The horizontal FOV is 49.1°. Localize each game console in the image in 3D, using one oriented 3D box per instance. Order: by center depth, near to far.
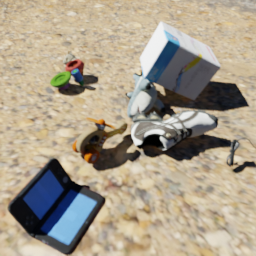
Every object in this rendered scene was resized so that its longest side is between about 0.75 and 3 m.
[{"bbox_3d":[-1.716,1.842,6.968,1.064,1.545,1.793,-6,33,36],"label":"game console"}]

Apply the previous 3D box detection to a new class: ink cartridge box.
[{"bbox_3d":[1.934,-2.537,10.796,2.351,1.717,1.725,20,37,-19],"label":"ink cartridge box"}]

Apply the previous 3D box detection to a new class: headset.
[{"bbox_3d":[4.146,0.919,7.849,2.519,1.556,1.184,18,87,20],"label":"headset"}]

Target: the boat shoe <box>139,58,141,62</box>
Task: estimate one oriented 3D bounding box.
[{"bbox_3d":[1.283,-3.253,13.327,1.560,0.445,0.522,-11,77,-7],"label":"boat shoe"}]

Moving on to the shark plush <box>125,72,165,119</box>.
[{"bbox_3d":[0.353,-1.541,10.921,1.240,1.353,2.978,-29,45,14],"label":"shark plush"}]

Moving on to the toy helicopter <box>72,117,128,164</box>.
[{"bbox_3d":[-0.760,0.151,8.703,0.789,1.323,2.001,35,41,31],"label":"toy helicopter"}]

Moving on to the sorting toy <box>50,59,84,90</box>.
[{"bbox_3d":[-2.372,-2.100,11.828,1.104,0.754,1.837,11,53,34],"label":"sorting toy"}]

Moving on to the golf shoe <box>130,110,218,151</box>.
[{"bbox_3d":[1.489,0.199,8.942,2.811,1.093,1.328,-5,49,7],"label":"golf shoe"}]

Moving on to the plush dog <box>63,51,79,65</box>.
[{"bbox_3d":[-2.605,-3.225,13.195,0.648,0.606,0.755,36,48,4],"label":"plush dog"}]
